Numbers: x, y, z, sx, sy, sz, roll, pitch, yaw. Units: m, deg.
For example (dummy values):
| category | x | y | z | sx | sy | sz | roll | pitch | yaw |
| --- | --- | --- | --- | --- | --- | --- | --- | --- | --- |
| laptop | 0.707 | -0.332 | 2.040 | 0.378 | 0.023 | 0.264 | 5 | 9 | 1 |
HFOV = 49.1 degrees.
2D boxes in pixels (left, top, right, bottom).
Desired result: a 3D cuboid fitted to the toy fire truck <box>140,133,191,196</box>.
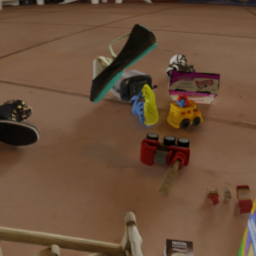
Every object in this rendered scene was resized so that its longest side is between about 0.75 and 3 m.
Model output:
| category | x | y | z | sx | sy | sz | roll | pitch | yaw |
| --- | --- | --- | --- | --- | --- | --- | --- | --- | --- |
| toy fire truck | 0.949 | 0.960 | 7.785 | 1.411 | 1.031 | 1.603 | 10 | 22 | 15 |

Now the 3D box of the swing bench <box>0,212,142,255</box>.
| category | x | y | z | sx | sy | sz | roll | pitch | yaw |
| --- | --- | --- | --- | --- | --- | --- | --- | --- | --- |
| swing bench | -0.963 | 2.819 | 3.769 | 2.710 | 1.758 | 2.695 | 0 | 30 | -10 |

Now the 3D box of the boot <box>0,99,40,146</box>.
| category | x | y | z | sx | sy | sz | roll | pitch | yaw |
| --- | --- | --- | --- | --- | --- | --- | --- | --- | --- |
| boot | -3.928 | -0.242 | 9.741 | 2.491 | 0.912 | 1.876 | 1 | 31 | 14 |

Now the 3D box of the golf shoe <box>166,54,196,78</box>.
| category | x | y | z | sx | sy | sz | roll | pitch | yaw |
| --- | --- | --- | --- | --- | --- | --- | --- | --- | --- |
| golf shoe | 2.465 | -3.129 | 14.487 | 1.250 | 1.029 | 2.646 | -6 | 30 | -9 |

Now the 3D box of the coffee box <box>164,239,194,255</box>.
| category | x | y | z | sx | sy | sz | roll | pitch | yaw |
| --- | --- | --- | --- | --- | --- | --- | --- | --- | --- |
| coffee box | 0.954 | 2.645 | 5.291 | 0.556 | 0.388 | 0.972 | 4 | 31 | 6 |

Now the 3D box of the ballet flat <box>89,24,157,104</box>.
| category | x | y | z | sx | sy | sz | roll | pitch | yaw |
| --- | --- | --- | --- | --- | --- | --- | --- | --- | --- |
| ballet flat | -0.369 | -1.897 | 8.194 | 0.949 | 2.774 | 0.943 | 50 | 25 | 0 |

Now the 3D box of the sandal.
| category | x | y | z | sx | sy | sz | roll | pitch | yaw |
| --- | --- | --- | --- | --- | --- | --- | --- | --- | --- |
| sandal | 0.578 | -0.741 | 10.809 | 0.948 | 0.865 | 2.177 | -28 | 31 | 20 |

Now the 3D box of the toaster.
| category | x | y | z | sx | sy | sz | roll | pitch | yaw |
| --- | --- | --- | --- | --- | --- | --- | --- | --- | --- |
| toaster | 0.162 | -1.914 | 12.336 | 1.954 | 1.110 | 1.262 | -17 | 32 | -26 |

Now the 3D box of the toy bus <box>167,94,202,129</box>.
| category | x | y | z | sx | sy | sz | roll | pitch | yaw |
| --- | --- | --- | --- | --- | --- | --- | --- | --- | --- |
| toy bus | 2.097 | -0.663 | 10.166 | 1.210 | 1.162 | 0.821 | -12 | 31 | -22 |

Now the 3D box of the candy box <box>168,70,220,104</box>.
| category | x | y | z | sx | sy | sz | roll | pitch | yaw |
| --- | --- | --- | --- | --- | --- | --- | --- | --- | --- |
| candy box | 2.495 | -1.516 | 10.827 | 1.732 | 0.775 | 2.541 | 7 | 0 | 12 |

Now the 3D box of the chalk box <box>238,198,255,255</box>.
| category | x | y | z | sx | sy | sz | roll | pitch | yaw |
| --- | --- | --- | --- | --- | --- | --- | --- | --- | --- |
| chalk box | 2.906 | 1.868 | 4.262 | 1.722 | 2.759 | 1.710 | 6 | 31 | 10 |

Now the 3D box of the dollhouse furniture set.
| category | x | y | z | sx | sy | sz | roll | pitch | yaw |
| --- | --- | --- | --- | --- | --- | --- | --- | --- | --- |
| dollhouse furniture set | 2.486 | 1.768 | 6.881 | 1.038 | 0.422 | 0.559 | -8 | 27 | 21 |
